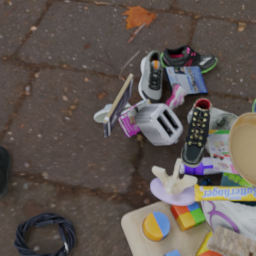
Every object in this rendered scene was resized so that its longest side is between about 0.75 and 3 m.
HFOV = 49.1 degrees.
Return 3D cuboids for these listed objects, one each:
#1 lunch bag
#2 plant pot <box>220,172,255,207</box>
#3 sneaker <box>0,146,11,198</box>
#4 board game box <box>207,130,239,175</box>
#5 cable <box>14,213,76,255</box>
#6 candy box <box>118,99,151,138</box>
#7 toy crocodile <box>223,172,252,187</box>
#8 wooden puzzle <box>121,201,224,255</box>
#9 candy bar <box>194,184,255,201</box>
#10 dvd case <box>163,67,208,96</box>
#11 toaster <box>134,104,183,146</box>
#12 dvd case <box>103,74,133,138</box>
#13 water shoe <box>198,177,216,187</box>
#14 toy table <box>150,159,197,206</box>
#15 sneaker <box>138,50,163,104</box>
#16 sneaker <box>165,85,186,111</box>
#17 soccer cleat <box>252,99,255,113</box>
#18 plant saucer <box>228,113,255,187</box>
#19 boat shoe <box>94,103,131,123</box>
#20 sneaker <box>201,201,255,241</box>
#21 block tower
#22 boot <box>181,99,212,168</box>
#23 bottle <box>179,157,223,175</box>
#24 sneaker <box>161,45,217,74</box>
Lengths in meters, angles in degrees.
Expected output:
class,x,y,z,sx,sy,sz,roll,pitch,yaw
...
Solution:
class,x,y,z,sx,sy,sz,roll,pitch,yaw
lunch bag,3.024,0.059,9.472,1.405,2.017,1.691,-42,106,0
plant pot,3.528,1.868,9.032,1.206,1.206,1.133,4,54,3
sneaker,-4.460,1.401,9.331,0.723,1.256,2.407,-11,58,-8
board game box,2.839,0.701,8.113,0.256,1.269,0.971,-30,21,-37
cable,-2.561,3.311,8.552,1.843,0.468,1.504,24,60,16
candy box,0.363,-0.369,10.670,1.369,0.418,0.934,-31,103,-15
toy crocodile,3.307,1.558,8.457,0.867,0.268,0.293,28,44,26
wooden puzzle,1.574,3.350,8.338,2.899,0.671,2.685,-17,59,-15
candy bar,2.639,1.707,7.323,1.820,0.202,0.454,-1,58,8
dvd case,2.408,-1.931,11.660,1.825,0.160,1.302,-7,74,-27
toaster,1.073,-0.169,9.889,1.031,1.172,1.815,-44,110,-21
dvd case,-0.321,-0.688,9.328,0.151,1.410,1.897,25,70,7
water shoe,2.413,1.726,8.632,0.384,1.074,0.424,6,80,-8
toy table,1.441,1.723,8.759,1.496,0.876,1.375,6,39,10
sneaker,0.998,-2.127,11.677,0.928,0.995,2.511,7,65,-16
sneaker,1.862,-1.005,10.837,0.546,1.237,0.503,23,18,-14
soccer cleat,4.691,0.341,8.773,0.970,1.255,3.001,-23,73,20
plant saucer,3.202,0.579,7.083,1.915,0.339,1.915,6,73,-21
boat shoe,-0.652,-0.666,11.189,1.565,0.546,0.558,-18,45,-14
sneaker,3.485,2.791,8.389,2.947,1.103,1.468,39,54,1
block tower,3.154,3.269,7.412,1.996,0.539,0.577,17,51,18
boot,1.766,0.107,7.243,0.585,1.223,1.619,12,41,20
bottle,2.572,1.347,9.747,1.564,0.511,0.653,-6,18,-4
sneaker,2.691,-3.053,12.388,2.502,1.048,0.960,2,57,1
